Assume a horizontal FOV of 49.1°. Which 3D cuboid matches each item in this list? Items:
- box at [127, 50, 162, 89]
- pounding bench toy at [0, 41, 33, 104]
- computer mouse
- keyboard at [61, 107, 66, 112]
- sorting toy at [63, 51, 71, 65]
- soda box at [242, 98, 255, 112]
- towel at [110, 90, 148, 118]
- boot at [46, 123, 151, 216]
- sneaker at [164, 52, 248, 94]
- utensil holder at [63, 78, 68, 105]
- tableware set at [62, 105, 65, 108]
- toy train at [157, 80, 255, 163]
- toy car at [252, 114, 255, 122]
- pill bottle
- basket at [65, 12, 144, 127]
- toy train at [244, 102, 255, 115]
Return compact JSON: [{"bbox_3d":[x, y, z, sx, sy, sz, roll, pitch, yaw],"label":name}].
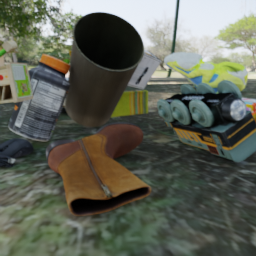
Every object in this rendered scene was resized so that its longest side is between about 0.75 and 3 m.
[{"bbox_3d":[0.091,-2.362,10.592,0.735,1.425,2.443,44,24,27],"label":"box"},{"bbox_3d":[-2.541,-1.058,5.487,0.915,1.173,0.728,-6,11,6],"label":"pounding bench toy"},{"bbox_3d":[-2.634,0.481,6.358,0.886,0.337,1.280,11,15,15],"label":"computer mouse"},{"bbox_3d":[-2.805,-0.698,12.151,1.678,0.332,0.873,11,-6,45],"label":"keyboard"},{"bbox_3d":[-2.157,-2.290,9.414,1.103,0.380,0.382,-21,51,19],"label":"sorting toy"},{"bbox_3d":[5.356,-0.911,12.100,0.636,0.594,1.866,-7,15,-28],"label":"soda box"},{"bbox_3d":[-0.204,-0.945,11.218,2.255,0.971,0.204,-8,10,-24],"label":"towel"},{"bbox_3d":[-0.268,0.563,5.157,2.236,0.813,2.375,-6,15,-25],"label":"boot"},{"bbox_3d":[1.808,-1.154,6.997,0.827,1.147,2.184,-31,42,-34],"label":"sneaker"},{"bbox_3d":[-3.832,-1.759,13.705,1.837,1.561,1.561,-4,13,-20],"label":"utensil holder"},{"bbox_3d":[-2.957,-1.009,12.021,0.592,0.179,0.896,14,-4,39],"label":"tableware set"},{"bbox_3d":[1.729,-0.163,6.516,1.179,1.577,2.767,-33,16,-15],"label":"toy train"},{"bbox_3d":[4.008,-0.006,7.546,1.303,1.141,0.977,2,47,7],"label":"toy car"},{"bbox_3d":[-2.253,-0.813,7.406,1.135,2.138,1.135,22,3,-1],"label":"pill bottle"},{"bbox_3d":[-0.913,-1.503,8.476,1.956,2.876,2.593,12,48,-13],"label":"basket"},{"bbox_3d":[4.306,-0.400,9.766,1.945,0.720,2.589,7,18,24],"label":"toy train"}]
